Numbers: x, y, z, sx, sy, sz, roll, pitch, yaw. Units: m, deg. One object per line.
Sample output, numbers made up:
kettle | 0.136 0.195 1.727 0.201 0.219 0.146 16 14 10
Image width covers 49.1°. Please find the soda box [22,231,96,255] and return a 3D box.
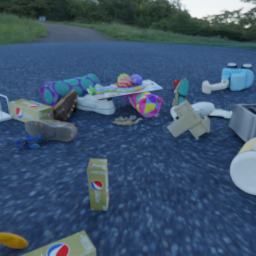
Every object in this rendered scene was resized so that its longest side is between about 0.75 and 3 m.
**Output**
soda box | -1.276 2.208 4.322 1.553 0.526 0.497 -13 25 -28

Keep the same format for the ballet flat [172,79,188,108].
ballet flat | 2.206 -1.353 12.132 0.576 1.629 0.576 10 -11 2

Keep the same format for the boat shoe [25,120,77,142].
boat shoe | -2.635 0.056 9.668 1.839 0.696 0.660 12 20 6

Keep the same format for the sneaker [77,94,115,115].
sneaker | -1.565 -1.230 12.568 2.352 0.833 0.859 12 25 30

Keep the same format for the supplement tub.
supplement tub | 3.278 0.865 6.958 1.091 1.091 1.501 15 25 32

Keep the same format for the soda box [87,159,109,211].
soda box | -0.625 1.215 5.937 0.367 1.146 0.388 1 30 1

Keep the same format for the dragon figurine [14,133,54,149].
dragon figurine | -3.010 0.443 9.015 1.200 0.353 0.597 -4 22 -8

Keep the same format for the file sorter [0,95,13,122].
file sorter | -5.647 -0.728 11.160 1.064 0.955 1.534 18 27 38

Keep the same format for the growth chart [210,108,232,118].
growth chart | 3.712 -0.658 12.080 1.616 0.143 1.170 9 23 21

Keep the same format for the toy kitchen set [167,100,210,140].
toy kitchen set | 2.073 -0.275 9.981 1.074 1.317 1.188 -36 7 26

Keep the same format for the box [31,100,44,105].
box | -3.752 -0.769 11.722 1.082 0.596 0.188 19 37 39

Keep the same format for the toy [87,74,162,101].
toy | -0.235 -1.907 12.082 2.968 0.701 1.709 -14 25 -11

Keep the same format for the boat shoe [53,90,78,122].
boat shoe | -2.571 -0.933 11.930 0.797 0.796 2.264 -39 15 26

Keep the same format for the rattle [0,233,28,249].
rattle | -2.584 2.190 4.356 1.075 1.180 1.651 -30 18 19

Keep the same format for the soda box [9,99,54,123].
soda box | -3.879 -0.605 11.186 2.055 0.696 0.658 16 26 35

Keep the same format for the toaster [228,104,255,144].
toaster | 4.485 -0.077 9.223 1.707 1.120 1.888 -2 23 -4

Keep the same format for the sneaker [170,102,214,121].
sneaker | 2.636 -0.532 11.197 1.774 0.653 1.025 -8 23 5

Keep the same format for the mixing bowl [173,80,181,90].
mixing bowl | 2.864 -2.338 15.719 0.806 0.437 0.806 12 -11 2

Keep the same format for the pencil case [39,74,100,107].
pencil case | -2.751 -1.872 13.716 1.297 1.195 2.807 35 37 31

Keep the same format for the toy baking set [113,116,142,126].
toy baking set | -0.004 -0.317 11.215 1.222 0.142 0.938 -1 22 -4

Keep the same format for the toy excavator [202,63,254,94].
toy excavator | 5.674 -2.645 15.841 2.574 1.322 2.648 8 32 22

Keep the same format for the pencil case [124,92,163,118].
pencil case | 0.626 -1.245 12.368 1.096 1.096 2.479 -7 23 -16
